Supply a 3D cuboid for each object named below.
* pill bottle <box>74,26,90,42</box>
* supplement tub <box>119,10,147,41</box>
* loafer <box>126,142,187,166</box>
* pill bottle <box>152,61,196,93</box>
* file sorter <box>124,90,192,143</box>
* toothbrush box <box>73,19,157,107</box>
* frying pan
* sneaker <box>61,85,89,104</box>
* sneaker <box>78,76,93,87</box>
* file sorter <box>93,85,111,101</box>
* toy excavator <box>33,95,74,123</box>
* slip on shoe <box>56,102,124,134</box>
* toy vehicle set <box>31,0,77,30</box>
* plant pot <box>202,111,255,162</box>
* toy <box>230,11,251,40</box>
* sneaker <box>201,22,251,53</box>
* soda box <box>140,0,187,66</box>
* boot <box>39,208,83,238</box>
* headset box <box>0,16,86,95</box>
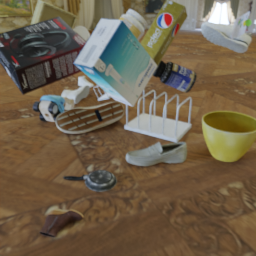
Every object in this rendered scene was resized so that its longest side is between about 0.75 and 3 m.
[{"bbox_3d":[-2.327,-4.349,13.613,0.902,0.902,1.591,-5,5,-11],"label":"pill bottle"},{"bbox_3d":[-0.093,-4.459,13.274,1.351,1.859,1.351,38,3,-2],"label":"supplement tub"},{"bbox_3d":[0.935,0.797,9.212,2.045,0.713,0.715,-5,26,-11],"label":"loafer"},{"bbox_3d":[1.709,-1.956,10.477,1.495,0.836,0.836,21,23,-11],"label":"pill bottle"},{"bbox_3d":[1.247,-0.619,11.371,2.334,1.453,1.620,15,29,28],"label":"file sorter"},{"bbox_3d":[-0.260,-1.710,7.607,0.844,1.448,1.978,24,-8,41],"label":"toothbrush box"},{"bbox_3d":[-1.070,1.457,8.431,1.560,0.254,0.944,17,30,26],"label":"frying pan"},{"bbox_3d":[-2.859,-1.898,14.981,1.065,0.679,1.842,11,29,16],"label":"sneaker"},{"bbox_3d":[-2.596,-2.821,17.022,1.054,0.609,0.388,12,26,21],"label":"sneaker"},{"bbox_3d":[-0.757,-1.495,10.471,0.627,0.563,0.904,-5,29,46],"label":"file sorter"},{"bbox_3d":[-3.117,-1.018,12.576,0.969,1.886,1.940,8,55,18],"label":"toy excavator"},{"bbox_3d":[-1.567,-0.402,11.674,2.860,1.087,0.866,-19,-9,-19],"label":"slip on shoe"},{"bbox_3d":[-3.472,-3.715,12.130,0.394,2.974,1.848,33,18,29],"label":"toy vehicle set"},{"bbox_3d":[3.374,0.363,9.449,1.831,1.300,1.831,-1,25,0],"label":"plant pot"},{"bbox_3d":[4.146,-3.655,10.183,0.307,0.748,1.300,11,7,1],"label":"toy"},{"bbox_3d":[4.067,-3.932,11.653,2.131,0.858,0.814,26,-10,-2],"label":"sneaker"},{"bbox_3d":[1.106,-3.094,9.315,0.709,2.094,0.670,32,3,20],"label":"soda box"},{"bbox_3d":[-1.569,2.294,6.659,0.871,0.315,0.724,7,38,11],"label":"boot"},{"bbox_3d":[-2.672,-2.474,9.111,2.690,1.039,2.002,-28,58,-23],"label":"headset box"}]
